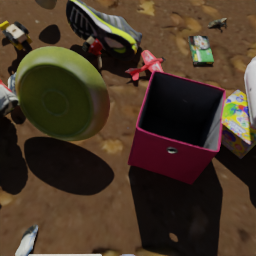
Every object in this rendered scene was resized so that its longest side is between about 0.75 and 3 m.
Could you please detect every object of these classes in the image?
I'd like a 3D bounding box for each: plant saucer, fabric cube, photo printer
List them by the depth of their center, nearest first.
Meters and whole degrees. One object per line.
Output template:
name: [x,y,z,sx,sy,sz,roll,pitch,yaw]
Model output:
fabric cube: [1.114,0.037,6.841,1.785,1.813,1.819,17,57,3]
plant saucer: [-1.752,-0.681,6.993,2.594,2.594,0.403,15,33,9]
photo printer: [4.104,-0.828,7.214,2.040,0.852,2.453,17,48,-2]

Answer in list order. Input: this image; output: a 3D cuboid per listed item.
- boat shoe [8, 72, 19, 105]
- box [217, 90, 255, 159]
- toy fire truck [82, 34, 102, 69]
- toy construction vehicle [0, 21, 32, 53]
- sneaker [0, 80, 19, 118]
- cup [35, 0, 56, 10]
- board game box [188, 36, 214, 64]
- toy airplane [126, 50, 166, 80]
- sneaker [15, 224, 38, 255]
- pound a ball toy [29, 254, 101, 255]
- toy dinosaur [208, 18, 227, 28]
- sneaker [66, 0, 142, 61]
boat shoe: [-3.290,-1.201,8.412,0.416,0.503,1.344,-43,42,19]
box: [3.033,-0.116,7.648,1.256,0.796,1.305,-38,64,-20]
toy fire truck: [-1.031,-2.405,8.912,0.881,0.776,0.567,40,83,-13]
toy construction vehicle: [-4.224,-2.510,9.156,2.124,0.859,2.439,-44,54,-13]
sneaker: [-3.541,-0.727,7.372,0.853,2.214,0.940,-40,103,-38]
cup: [-2.834,-4.688,9.870,0.791,0.566,0.791,21,55,-32]
board game box: [2.505,-2.708,9.691,0.678,0.152,1.295,1,57,-2]
toy airplane: [0.580,-1.940,8.995,1.393,0.256,1.393,-6,51,8]
sneaker: [-2.237,2.567,6.287,0.288,0.291,0.802,-12,40,28]
pound a ball toy: [-1.446,3.206,5.670,1.790,0.761,1.167,-1,81,0]
toy dinosaur: [3.442,-3.913,10.425,0.944,0.224,0.416,-23,54,-18]
sneaker: [-0.819,-3.437,9.557,2.916,1.077,1.180,36,50,-1]
